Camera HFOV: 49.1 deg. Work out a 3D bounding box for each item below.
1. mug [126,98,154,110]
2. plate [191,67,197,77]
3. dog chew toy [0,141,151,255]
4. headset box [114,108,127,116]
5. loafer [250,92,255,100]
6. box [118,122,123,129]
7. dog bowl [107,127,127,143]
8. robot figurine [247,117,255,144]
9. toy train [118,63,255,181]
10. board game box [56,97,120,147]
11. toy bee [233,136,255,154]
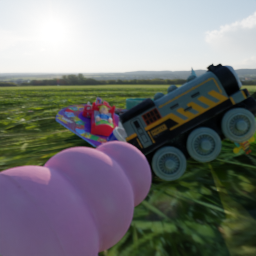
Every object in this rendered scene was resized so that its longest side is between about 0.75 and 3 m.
[{"bbox_3d":[0.740,-0.837,13.317,1.702,1.052,1.398,0,10,-3],"label":"mug"},{"bbox_3d":[1.658,-0.813,7.170,0.188,1.472,1.472,3,11,12],"label":"plate"},{"bbox_3d":[-0.570,0.845,3.027,1.362,1.362,2.188,10,29,43],"label":"dog chew toy"},{"bbox_3d":[-0.665,-0.449,12.304,1.315,0.663,1.769,9,14,40],"label":"headset box"},{"bbox_3d":[4.902,-0.744,10.425,2.973,1.061,1.085,-30,-24,19],"label":"loafer"},{"bbox_3d":[0.950,0.245,8.005,1.682,0.922,1.906,-10,15,-42],"label":"box"},{"bbox_3d":[-0.045,0.434,7.080,0.981,0.386,0.981,37,12,-10],"label":"dog bowl"},{"bbox_3d":[3.682,-0.238,9.205,2.416,1.398,2.120,9,-17,45],"label":"robot figurine"},{"bbox_3d":[1.211,-0.114,5.818,2.942,1.677,1.254,-29,2,2],"label":"toy train"},{"bbox_3d":[-0.903,-0.343,9.295,2.919,0.568,2.306,30,30,27],"label":"board game box"},{"bbox_3d":[3.187,0.456,7.645,0.625,0.519,0.955,-43,-12,27],"label":"toy bee"}]
